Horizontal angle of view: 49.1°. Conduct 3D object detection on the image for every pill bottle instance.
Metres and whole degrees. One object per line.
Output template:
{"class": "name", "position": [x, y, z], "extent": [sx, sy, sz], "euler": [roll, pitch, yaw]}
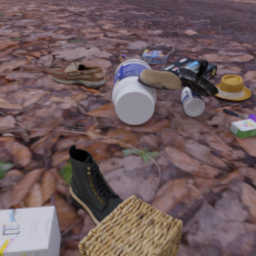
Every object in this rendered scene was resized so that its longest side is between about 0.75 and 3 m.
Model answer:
{"class": "pill bottle", "position": [0.237, -1.407, 10.718], "extent": [1.647, 1.647, 2.846], "euler": [0, 32, 0]}
{"class": "pill bottle", "position": [2.508, -1.089, 11.029], "extent": [0.776, 0.776, 1.398], "euler": [1, 32, 2]}

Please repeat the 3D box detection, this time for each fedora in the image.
{"class": "fedora", "position": [4.516, -1.832, 12.233], "extent": [1.843, 0.752, 1.843], "euler": [0, 32, 0]}

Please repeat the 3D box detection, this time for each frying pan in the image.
{"class": "frying pan", "position": [2.547, -1.531, 9.495], "extent": [1.669, 0.449, 2.760], "euler": [33, 2, -11]}

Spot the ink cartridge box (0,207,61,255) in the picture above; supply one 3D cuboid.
{"class": "ink cartridge box", "position": [-2.108, 2.284, 5.450], "extent": [1.374, 1.012, 0.994], "euler": [-4, 33, -4]}

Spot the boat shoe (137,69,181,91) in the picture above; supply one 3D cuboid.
{"class": "boat shoe", "position": [1.082, -1.618, 9.722], "extent": [1.688, 0.607, 0.547], "euler": [5, -13, -29]}

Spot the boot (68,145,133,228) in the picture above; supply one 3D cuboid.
{"class": "boot", "position": [-0.604, 1.422, 6.363], "extent": [2.173, 1.503, 0.842], "euler": [21, 38, 29]}

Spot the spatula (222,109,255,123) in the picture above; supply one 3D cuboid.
{"class": "spatula", "position": [4.266, -0.453, 10.589], "extent": [1.492, 0.153, 0.422], "euler": [23, 57, 35]}

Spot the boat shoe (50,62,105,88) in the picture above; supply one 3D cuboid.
{"class": "boat shoe", "position": [-2.392, -2.650, 13.276], "extent": [2.806, 1.007, 1.063], "euler": [8, 33, 13]}

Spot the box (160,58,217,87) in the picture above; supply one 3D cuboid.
{"class": "box", "position": [3.015, -2.733, 13.827], "extent": [1.915, 0.554, 2.410], "euler": [24, 39, 32]}

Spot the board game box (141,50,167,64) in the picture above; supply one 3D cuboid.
{"class": "board game box", "position": [1.535, -4.010, 15.981], "extent": [1.391, 0.429, 1.392], "euler": [8, 33, 10]}

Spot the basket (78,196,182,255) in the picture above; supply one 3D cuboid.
{"class": "basket", "position": [0.081, 2.314, 5.241], "extent": [1.232, 1.181, 1.654], "euler": [20, 36, 31]}

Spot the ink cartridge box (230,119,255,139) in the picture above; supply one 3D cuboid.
{"class": "ink cartridge box", "position": [4.187, 0.006, 9.708], "extent": [1.111, 0.329, 0.577], "euler": [-9, 33, -15]}

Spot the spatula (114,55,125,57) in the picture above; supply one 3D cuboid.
{"class": "spatula", "position": [-0.499, -4.293, 16.758], "extent": [0.783, 0.080, 0.221], "euler": [-12, 34, -19]}
